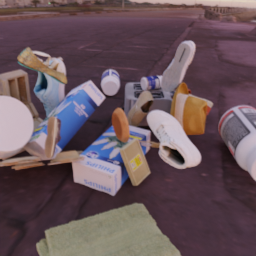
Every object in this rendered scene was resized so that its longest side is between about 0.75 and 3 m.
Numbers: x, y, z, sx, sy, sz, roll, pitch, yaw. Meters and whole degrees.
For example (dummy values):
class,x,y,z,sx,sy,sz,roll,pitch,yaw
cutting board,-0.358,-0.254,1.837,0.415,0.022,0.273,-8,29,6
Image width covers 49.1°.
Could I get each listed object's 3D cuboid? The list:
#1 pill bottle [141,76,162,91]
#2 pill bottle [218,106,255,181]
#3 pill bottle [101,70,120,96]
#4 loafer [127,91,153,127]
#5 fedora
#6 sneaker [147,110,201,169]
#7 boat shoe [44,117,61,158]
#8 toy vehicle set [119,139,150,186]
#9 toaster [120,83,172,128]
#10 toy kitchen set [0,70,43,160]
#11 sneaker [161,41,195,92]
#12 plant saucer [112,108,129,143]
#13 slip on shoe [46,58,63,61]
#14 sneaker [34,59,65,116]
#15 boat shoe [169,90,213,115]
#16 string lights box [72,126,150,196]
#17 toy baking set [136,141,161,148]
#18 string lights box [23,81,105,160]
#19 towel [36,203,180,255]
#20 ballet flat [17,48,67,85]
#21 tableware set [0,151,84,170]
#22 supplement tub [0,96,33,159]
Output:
class,x,y,z,sx,sy,sz,roll,pitch,yaw
pill bottle,1.052,-1.892,11.755,0.949,0.549,0.549,-12,31,-22
pill bottle,4.175,0.498,9.325,1.590,1.590,2.744,-1,29,-1
pill bottle,-0.984,-2.500,15.506,1.022,1.022,1.766,-1,28,-2
loafer,0.462,-0.632,10.629,0.595,1.573,0.537,9,28,-35
fedora,2.274,-0.428,10.075,1.028,2.521,2.521,5,28,24
sneaker,0.917,0.213,6.494,1.723,0.635,0.996,49,22,21
boat shoe,-1.879,0.247,7.130,0.378,1.051,0.340,-6,-12,41
toy vehicle set,0.218,1.029,8.473,0.161,1.215,0.755,-8,18,43
toaster,0.809,-1.003,12.289,2.394,1.420,2.165,0,27,0
toy kitchen set,-4.012,-0.413,10.143,2.552,2.303,2.082,29,40,31
sneaker,1.827,-2.125,9.883,0.724,1.984,0.702,40,40,15
plant saucer,-0.273,-0.066,9.029,0.212,1.130,1.130,-13,31,-20
slip on shoe,-2.791,-2.473,10.783,0.463,0.369,1.219,-20,11,4
sneaker,-2.954,-1.187,10.169,0.966,2.612,1.070,29,35,35
boat shoe,2.695,-1.338,13.075,1.050,0.923,2.951,24,14,-38
string lights box,-0.442,0.907,9.327,1.442,0.827,2.806,14,32,21
toy baking set,0.769,0.506,7.752,1.072,0.125,0.823,14,-10,-23
string lights box,-2.134,-0.237,9.379,1.448,0.831,2.819,-13,36,51
towel,-0.489,2.748,6.260,2.823,0.515,2.094,-13,30,-21
ballet flat,-2.193,-1.685,7.661,0.594,0.594,1.679,22,1,35
tableware set,-2.438,0.983,8.429,2.370,0.329,2.838,-7,-4,-9
supplement tub,-4.040,0.077,8.375,1.796,1.796,2.470,-27,9,-41
